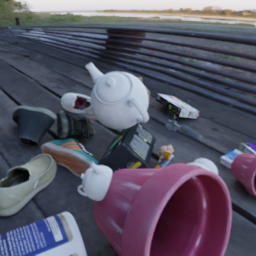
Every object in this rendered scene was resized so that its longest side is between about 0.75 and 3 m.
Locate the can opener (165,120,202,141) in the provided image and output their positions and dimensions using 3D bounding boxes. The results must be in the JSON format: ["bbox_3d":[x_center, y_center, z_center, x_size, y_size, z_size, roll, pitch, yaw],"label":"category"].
[{"bbox_3d":[1.888,0.134,9.691,1.341,0.448,0.358,34,4,29],"label":"can opener"}]

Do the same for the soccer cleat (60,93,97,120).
[{"bbox_3d":[-1.396,-0.733,10.604,2.370,0.828,1.023,10,-1,-43],"label":"soccer cleat"}]

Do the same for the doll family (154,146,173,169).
[{"bbox_3d":[1.098,1.310,8.901,0.799,1.101,1.774,21,49,29],"label":"doll family"}]

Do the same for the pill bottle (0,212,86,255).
[{"bbox_3d":[-2.287,2.876,5.899,2.562,1.423,1.423,-14,31,-26],"label":"pill bottle"}]

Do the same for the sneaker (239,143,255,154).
[{"bbox_3d":[4.843,1.011,10.398,0.792,0.553,1.592,-3,28,-7],"label":"sneaker"}]

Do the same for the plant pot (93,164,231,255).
[{"bbox_3d":[0.567,2.052,6.473,2.745,2.745,2.457,-22,20,-35],"label":"plant pot"}]

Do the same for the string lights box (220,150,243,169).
[{"bbox_3d":[3.915,1.152,10.426,0.936,0.276,0.481,-18,33,-31],"label":"string lights box"}]

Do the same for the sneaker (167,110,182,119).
[{"bbox_3d":[2.287,-0.657,13.912,0.476,0.335,0.897,3,26,-21],"label":"sneaker"}]

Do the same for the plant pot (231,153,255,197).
[{"bbox_3d":[4.064,1.403,8.959,1.404,1.404,1.257,-10,14,-18],"label":"plant pot"}]

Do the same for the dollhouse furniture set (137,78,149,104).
[{"bbox_3d":[-0.132,-2.019,15.430,2.445,1.267,1.082,-5,26,-8],"label":"dollhouse furniture set"}]

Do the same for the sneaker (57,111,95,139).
[{"bbox_3d":[-2.066,-0.095,11.210,1.596,1.065,2.786,-2,-4,-12],"label":"sneaker"}]

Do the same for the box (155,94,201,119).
[{"bbox_3d":[2.485,-1.116,14.231,1.241,0.392,2.255,6,22,-29],"label":"box"}]

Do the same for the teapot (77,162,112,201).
[{"bbox_3d":[-0.777,1.207,6.318,0.624,0.854,0.843,20,-7,-8],"label":"teapot"}]

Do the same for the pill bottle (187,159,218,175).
[{"bbox_3d":[1.869,1.764,8.297,1.173,1.173,2.112,18,33,31],"label":"pill bottle"}]

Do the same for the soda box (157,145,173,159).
[{"bbox_3d":[1.381,0.901,10.363,0.268,0.283,0.837,-23,2,33],"label":"soda box"}]

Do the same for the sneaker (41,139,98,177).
[{"bbox_3d":[-1.895,0.926,10.100,2.738,0.977,1.094,18,37,33],"label":"sneaker"}]

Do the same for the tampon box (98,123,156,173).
[{"bbox_3d":[0.024,0.808,9.574,1.116,1.325,1.768,43,31,-9],"label":"tampon box"}]

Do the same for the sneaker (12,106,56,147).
[{"bbox_3d":[-4.411,-0.058,11.966,2.833,1.059,1.505,0,55,42],"label":"sneaker"}]

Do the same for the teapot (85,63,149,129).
[{"bbox_3d":[-0.347,-1.049,9.151,2.123,1.550,2.095,-2,63,11],"label":"teapot"}]

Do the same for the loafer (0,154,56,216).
[{"bbox_3d":[-3.190,1.567,8.905,1.053,0.950,2.783,7,29,13],"label":"loafer"}]
